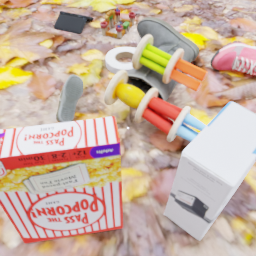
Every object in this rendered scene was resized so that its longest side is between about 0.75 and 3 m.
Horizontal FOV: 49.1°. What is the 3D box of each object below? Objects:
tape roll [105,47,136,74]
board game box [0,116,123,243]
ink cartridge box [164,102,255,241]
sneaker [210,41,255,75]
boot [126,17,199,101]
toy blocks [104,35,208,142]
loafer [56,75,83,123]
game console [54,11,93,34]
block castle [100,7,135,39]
[{"bbox_3d":[-0.099,-2.264,9.394,1.354,0.247,1.354,0,48,-1],"label":"tape roll"},{"bbox_3d":[-1.097,1.025,4.822,1.959,2.586,0.599,-7,45,-6],"label":"board game box"},{"bbox_3d":[1.606,0.873,5.237,0.921,2.199,1.595,34,56,24],"label":"ink cartridge box"},{"bbox_3d":[3.857,-2.094,8.805,2.407,0.887,1.044,-5,49,-5],"label":"sneaker"},{"bbox_3d":[0.698,-2.172,8.813,2.554,1.019,2.809,32,61,17],"label":"boot"},{"bbox_3d":[1.151,-0.882,7.102,2.775,1.008,2.313,31,73,13],"label":"toy blocks"},{"bbox_3d":[-1.657,-0.777,7.602,0.557,0.516,1.482,30,62,-31],"label":"loafer"},{"bbox_3d":[-2.165,-4.219,11.252,1.213,0.706,1.066,17,20,14],"label":"game console"},{"bbox_3d":[-0.392,-4.077,10.759,0.931,0.653,1.393,19,51,17],"label":"block castle"}]
